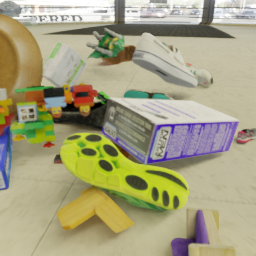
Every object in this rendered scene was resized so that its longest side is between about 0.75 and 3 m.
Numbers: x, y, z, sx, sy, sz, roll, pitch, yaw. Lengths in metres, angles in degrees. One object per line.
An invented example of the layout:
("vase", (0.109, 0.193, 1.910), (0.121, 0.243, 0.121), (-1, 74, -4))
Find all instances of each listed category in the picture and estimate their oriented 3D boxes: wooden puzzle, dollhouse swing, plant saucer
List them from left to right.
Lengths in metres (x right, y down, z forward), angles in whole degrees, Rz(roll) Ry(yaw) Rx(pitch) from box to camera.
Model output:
("plant saucer", (-3.313, -1.440, 6.523), (2.588, 2.588, 0.458), (2, 2, 5))
("dollhouse swing", (-0.501, 1.319, 4.102), (0.717, 0.742, 0.816), (-44, 19, -15))
("wooden puzzle", (-0.498, 0.508, 6.156), (2.097, 0.147, 1.244), (1, 24, 17))

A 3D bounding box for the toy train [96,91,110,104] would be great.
("toy train", (-0.330, -0.512, 6.736), (1.066, 0.222, 0.301), (40, 21, 5))

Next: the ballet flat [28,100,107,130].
("ballet flat", (-1.613, -0.607, 7.785), (2.958, 0.840, 0.983), (9, 38, 20))

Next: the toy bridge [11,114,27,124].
("toy bridge", (-3.332, -0.215, 7.699), (2.029, 0.276, 0.682), (9, 25, 18))

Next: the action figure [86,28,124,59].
("action figure", (-0.866, -3.470, 11.519), (0.764, 1.650, 2.794), (27, 4, -35))

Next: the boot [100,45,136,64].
("boot", (-0.887, -4.047, 15.257), (1.469, 1.028, 2.740), (14, 20, 35))

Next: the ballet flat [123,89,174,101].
("ballet flat", (0.771, -0.689, 8.282), (2.125, 0.804, 0.679), (28, 7, 38))

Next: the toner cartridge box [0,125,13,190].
("toner cartridge box", (-2.977, 0.563, 5.799), (1.009, 0.459, 2.124), (-7, 26, -16))

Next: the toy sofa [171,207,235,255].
("toy sofa", (0.804, 1.380, 3.265), (0.653, 0.554, 1.337), (0, 1, 11))

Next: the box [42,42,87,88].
("box", (-2.278, -2.115, 9.906), (0.642, 1.327, 1.171), (28, -5, 31))

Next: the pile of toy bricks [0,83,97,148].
("pile of toy bricks", (-1.836, -0.199, 5.778), (2.555, 1.261, 1.418), (-7, 13, -15))

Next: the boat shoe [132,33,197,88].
("boat shoe", (1.332, -2.087, 8.840), (2.923, 1.021, 1.037), (17, -1, -41))

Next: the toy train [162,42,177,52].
("toy train", (1.729, -4.212, 15.684), (2.158, 0.920, 1.230), (-17, 39, -33))

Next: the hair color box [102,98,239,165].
("hair color box", (0.913, -0.027, 5.703), (2.527, 0.819, 1.381), (-1, 22, -39))

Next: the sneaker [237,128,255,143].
("sneaker", (2.955, 0.140, 6.867), (0.759, 0.284, 0.306), (-19, 18, -38))

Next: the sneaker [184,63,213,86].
("sneaker", (2.559, -2.021, 11.349), (0.912, 0.686, 1.950), (-29, 37, -12))

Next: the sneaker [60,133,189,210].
("sneaker", (-0.138, 0.811, 4.486), (2.145, 0.896, 0.794), (26, 58, 4))
